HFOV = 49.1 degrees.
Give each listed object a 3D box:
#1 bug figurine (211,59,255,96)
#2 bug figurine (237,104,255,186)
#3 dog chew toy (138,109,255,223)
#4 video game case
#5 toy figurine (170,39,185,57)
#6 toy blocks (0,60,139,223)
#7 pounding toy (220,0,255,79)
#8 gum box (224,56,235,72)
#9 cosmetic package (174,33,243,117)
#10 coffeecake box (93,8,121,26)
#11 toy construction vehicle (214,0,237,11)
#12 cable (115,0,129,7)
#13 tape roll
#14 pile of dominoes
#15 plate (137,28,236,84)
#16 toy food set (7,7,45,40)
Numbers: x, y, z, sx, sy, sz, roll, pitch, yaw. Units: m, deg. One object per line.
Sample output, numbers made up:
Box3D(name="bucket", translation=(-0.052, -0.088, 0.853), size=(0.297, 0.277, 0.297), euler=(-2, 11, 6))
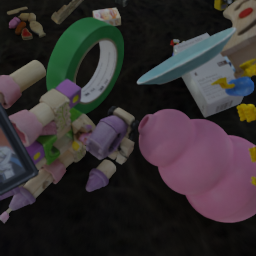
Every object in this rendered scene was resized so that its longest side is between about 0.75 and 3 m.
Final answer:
Box3D(name="bug figurine", translation=(2.626, -1.096, 4.366), size=(2.469, 1.915, 0.635), euler=(-31, 94, 9))
Box3D(name="bug figurine", translation=(2.263, 0.687, 3.182), size=(0.725, 2.818, 2.185), euler=(-23, 20, -7))
Box3D(name="dog chew toy", translation=(1.408, 0.636, 5.490), size=(2.826, 1.760, 1.760), euler=(34, 55, -17))
Box3D(name="video game case", translation=(-2.318, -0.084, 2.425), size=(2.127, 0.300, 2.354), euler=(-29, 90, -21))
Box3D(name="toy figurine", translation=(1.853, -2.323, 9.019), size=(1.156, 0.610, 0.693), euler=(17, 85, 13))
Box3D(name="toy blocks", translation=(-1.690, 0.590, 5.513), size=(2.787, 2.605, 2.346), euler=(31, 53, 18))
Box3D(name="pounding toy", translation=(2.662, -2.581, 6.072), size=(1.637, 1.643, 2.863), euler=(-4, 46, 52))
Box3D(name="gum box", translation=(2.807, -2.020, 8.793), size=(1.259, 0.280, 1.069), euler=(-25, 58, -17))
Box3D(name="cosmetic package", translation=(2.191, -1.509, 7.871), size=(1.117, 0.814, 2.198), euler=(-22, 64, -1))
Box3D(name="coffeecake box", translation=(-0.779, -4.000, 10.191), size=(0.885, 0.323, 0.680), euler=(-13, 55, -9))
Box3D(name="toy construction vehicle", translation=(4.811, -4.642, 10.435), size=(2.646, 0.932, 2.304), euler=(-23, 46, -19))
Box3D(name="cable", translation=(0.465, -3.675, 5.622), size=(0.655, 1.264, 2.604), euler=(19, 74, -11))
Box3D(name="tape roll", translation=(-1.007, -1.515, 7.126), size=(0.574, 2.390, 2.390), euler=(30, 60, 20))
Box3D(name="pile of dominoes", translation=(-1.574, -3.532, 7.846), size=(0.225, 1.103, 1.415), euler=(43, 83, -16))
Box3D(name="plate", translation=(0.912, -1.054, 4.413), size=(1.676, 1.676, 0.214), euler=(-37, 103, -23))
Box3D(name="toy food set", translation=(-3.689, -3.638, 10.006), size=(1.030, 0.255, 1.620), euler=(-24, 65, -16))
